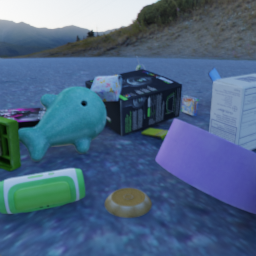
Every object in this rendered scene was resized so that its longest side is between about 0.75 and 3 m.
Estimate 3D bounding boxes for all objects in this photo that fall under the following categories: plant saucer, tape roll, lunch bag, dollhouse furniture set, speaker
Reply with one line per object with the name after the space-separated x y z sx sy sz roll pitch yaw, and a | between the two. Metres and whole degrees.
0.002 1.467 5.694 0.963 0.170 0.963 0 18 0 | plant saucer
1.708 0.683 5.428 2.191 0.931 2.191 24 4 -2 | tape roll
-0.679 -1.331 9.153 0.842 0.631 0.993 -2 48 14 | lunch bag
-4.248 0.429 7.060 2.568 1.289 1.683 10 21 29 | dollhouse furniture set
-1.679 1.232 5.523 1.572 0.695 0.695 -7 19 -17 | speaker

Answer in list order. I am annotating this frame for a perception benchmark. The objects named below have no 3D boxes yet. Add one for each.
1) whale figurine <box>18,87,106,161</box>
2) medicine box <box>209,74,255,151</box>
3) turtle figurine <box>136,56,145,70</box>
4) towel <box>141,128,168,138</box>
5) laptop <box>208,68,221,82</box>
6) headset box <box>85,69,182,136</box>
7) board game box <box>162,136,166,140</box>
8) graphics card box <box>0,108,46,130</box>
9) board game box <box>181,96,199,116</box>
-1.795 -0.187 8.005 2.650 2.108 1.375 -33 -5 -32 | whale figurine
3.472 -0.432 8.334 1.873 2.056 1.058 -13 24 -29 | medicine box
1.227 -4.026 20.029 2.016 1.496 2.079 25 66 20 | turtle figurine
0.929 0.168 9.429 0.463 0.097 1.077 -25 19 -31 | towel
5.380 -1.793 13.204 2.999 1.738 2.808 7 20 21 | laptop
0.077 -1.096 10.760 2.967 1.377 2.584 -18 33 -29 | headset box
1.756 0.326 9.132 0.806 0.212 1.054 -16 24 -41 | board game box
-4.077 -0.112 9.644 2.899 0.737 1.819 -3 18 -13 | graphics card box
2.665 -0.980 12.150 0.187 0.733 1.084 2 12 -17 | board game box
